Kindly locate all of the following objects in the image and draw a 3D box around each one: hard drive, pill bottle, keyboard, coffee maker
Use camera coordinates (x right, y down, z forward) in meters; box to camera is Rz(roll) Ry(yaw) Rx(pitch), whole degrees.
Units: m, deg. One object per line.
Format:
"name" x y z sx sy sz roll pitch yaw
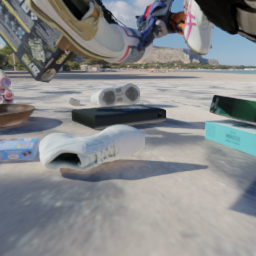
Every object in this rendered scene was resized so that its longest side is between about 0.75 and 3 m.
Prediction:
"hard drive" -0.307 -0.404 8.706 2.452 0.403 1.711 -7 13 -31
"pill bottle" -0.028 -2.700 9.177 1.122 1.122 1.877 8 14 33
"keyboard" -0.415 -3.751 10.077 0.499 2.520 1.312 -32 29 13
"coffee maker" 1.656 -2.624 4.678 2.698 1.892 2.809 13 10 27

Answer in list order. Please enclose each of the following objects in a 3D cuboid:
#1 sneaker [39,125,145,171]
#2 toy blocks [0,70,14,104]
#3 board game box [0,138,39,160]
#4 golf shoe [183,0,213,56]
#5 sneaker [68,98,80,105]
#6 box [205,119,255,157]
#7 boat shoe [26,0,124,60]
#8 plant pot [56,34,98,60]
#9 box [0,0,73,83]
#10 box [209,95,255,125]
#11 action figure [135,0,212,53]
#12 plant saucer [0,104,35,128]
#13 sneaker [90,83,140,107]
"sneaker" -0.529 0.398 4.530 1.766 0.621 0.708 -8 23 -12
"toy blocks" -5.451 -1.194 11.360 1.612 1.725 1.452 -20 53 -28
"board game box" -2.318 0.391 5.259 1.151 0.211 0.871 -2 12 -11
"golf shoe" 1.800 -2.770 7.013 0.696 1.917 0.883 2 -16 -11
"sneaker" -2.638 -1.241 13.118 0.429 0.296 0.772 13 12 28
"box" 2.397 0.172 5.797 0.713 0.426 1.733 -4 12 -19
"boat shoe" -0.912 -2.208 5.811 2.271 0.849 0.777 25 -28 -32
"plant pot" -1.046 -2.256 6.931 1.039 1.192 1.192 30 1 -21
"box" -2.790 -3.265 8.619 2.961 2.387 0.727 49 16 13
"box" 3.336 -0.136 5.803 1.906 0.480 2.641 8 7 -40
"action figure" 1.344 -3.149 9.126 2.659 2.748 1.437 21 -19 27
"plant saucer" -4.335 -0.369 8.415 2.950 0.473 2.950 1 12 0
"sneaker" -0.602 -1.499 12.756 2.648 1.032 1.316 -9 11 -41
